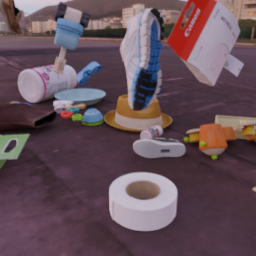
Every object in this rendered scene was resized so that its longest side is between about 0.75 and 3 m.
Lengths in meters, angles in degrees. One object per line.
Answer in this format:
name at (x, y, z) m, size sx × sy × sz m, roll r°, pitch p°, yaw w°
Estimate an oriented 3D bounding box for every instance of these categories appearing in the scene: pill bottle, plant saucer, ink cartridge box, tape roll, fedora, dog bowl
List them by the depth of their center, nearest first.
tape roll at (0.301, 1.493, 5.859) m, size 1.425 × 0.498 × 1.425 m, roll 0°, pitch 21°, yaw 0°
ink cartridge box at (-4.027, 0.841, 7.090) m, size 2.805 × 0.832 × 1.456 m, roll -2°, pitch 21°, yaw -6°
dog bowl at (-1.055, -1.453, 7.392) m, size 0.756 × 0.187 × 0.422 m, roll -38°, pitch -8°, yaw 12°
ink cartridge box at (2.405, -2.751, 8.488) m, size 0.740 × 2.108 × 2.594 m, roll 26°, pitch -1°, yaw 35°
pill bottle at (0.791, 0.205, 9.308) m, size 0.450 × 0.450 × 0.776 m, roll 15°, pitch 26°, yaw 34°
fedora at (0.390, -0.706, 10.792) m, size 2.703 × 1.102 × 2.703 m, roll 1°, pitch 21°, yaw 0°
plant saucer at (-2.301, -1.420, 13.550) m, size 2.425 × 0.467 × 2.425 m, roll -1°, pitch 20°, yaw 0°
pill bottle at (-4.029, -2.369, 14.413) m, size 1.615 × 1.615 × 2.849 m, roll 11°, pitch 23°, yaw 26°

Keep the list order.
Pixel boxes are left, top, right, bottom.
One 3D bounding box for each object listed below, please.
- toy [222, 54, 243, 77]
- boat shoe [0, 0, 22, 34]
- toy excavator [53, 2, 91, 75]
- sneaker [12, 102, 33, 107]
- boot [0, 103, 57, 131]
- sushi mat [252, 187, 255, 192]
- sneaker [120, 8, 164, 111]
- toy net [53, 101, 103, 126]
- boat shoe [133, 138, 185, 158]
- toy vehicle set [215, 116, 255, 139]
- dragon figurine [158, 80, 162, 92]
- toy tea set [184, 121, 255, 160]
toy at (3.394, -2.359, 9.964) m, size 1.293 × 0.305 × 0.744 m, roll 37°, pitch 62°, yaw -1°
boat shoe at (-3.834, -3.735, 9.350) m, size 0.545 × 0.574 × 1.517 m, roll -7°, pitch -20°, yaw -4°
toy excavator at (-2.322, -3.144, 10.298) m, size 1.118 × 2.239 × 2.177 m, roll 16°, pitch 3°, yaw -18°
sneaker at (-4.691, -0.890, 12.354) m, size 0.388 × 0.432 × 1.051 m, roll -20°, pitch -12°, yaw 35°
boot at (-4.272, -0.331, 9.800) m, size 2.430 × 1.057 × 2.921 m, roll 6°, pitch 18°, yaw 23°
sushi mat at (3.347, 1.539, 6.375) m, size 0.424 × 0.054 × 0.885 m, roll -13°, pitch 24°, yaw -34°
sneaker at (0.222, -1.566, 6.678) m, size 1.002 × 2.311 × 0.866 m, roll 11°, pitch 5°, yaw 42°
toy net at (-2.324, -0.578, 11.347) m, size 2.813 × 0.543 × 1.476 m, roll 17°, pitch 30°, yaw 42°
boat shoe at (0.894, 0.572, 8.306) m, size 1.543 × 0.546 × 0.491 m, roll 6°, pitch 21°, yaw -7°
toy vehicle set at (4.360, 0.010, 10.001) m, size 2.356 × 0.312 × 1.464 m, roll 5°, pitch 22°, yaw 14°
dragon figurine at (1.551, -2.389, 15.827) m, size 1.098 × 0.650 × 2.208 m, roll 10°, pitch 24°, yaw 25°
toy tea set at (3.178, 0.420, 8.556) m, size 2.721 × 1.007 × 1.618 m, roll -4°, pitch -8°, yaw -2°
